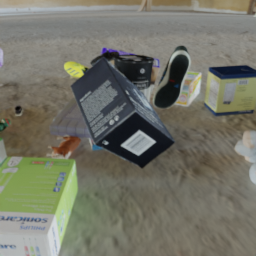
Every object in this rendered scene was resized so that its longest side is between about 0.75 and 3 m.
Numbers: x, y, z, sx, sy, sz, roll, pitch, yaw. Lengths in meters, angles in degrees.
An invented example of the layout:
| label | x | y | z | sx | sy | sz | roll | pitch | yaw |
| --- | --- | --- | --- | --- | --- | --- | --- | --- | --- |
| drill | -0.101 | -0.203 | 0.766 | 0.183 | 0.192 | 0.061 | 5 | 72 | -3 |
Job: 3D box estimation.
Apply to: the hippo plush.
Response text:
| label | x | y | z | sx | sy | sz | roll | pitch | yaw |
| --- | --- | --- | --- | --- | --- | --- | --- | --- | --- |
| hippo plush | 3.989 | 0.974 | 7.664 | 1.893 | 1.508 | 1.522 | -5 | 56 | 16 |

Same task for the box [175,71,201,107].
| label | x | y | z | sx | sy | sz | roll | pitch | yaw |
| --- | --- | --- | --- | --- | --- | --- | --- | --- | --- |
| box | 2.539 | -1.851 | 12.812 | 1.104 | 0.995 | 1.963 | 13 | 31 | 25 |

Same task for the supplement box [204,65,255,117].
| label | x | y | z | sx | sy | sz | roll | pitch | yaw |
| --- | --- | --- | --- | --- | --- | --- | --- | --- | --- |
| supplement box | 4.216 | -1.529 | 11.442 | 1.733 | 1.731 | 1.163 | -5 | 29 | -9 |

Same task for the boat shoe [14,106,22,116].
| label | x | y | z | sx | sy | sz | roll | pitch | yaw |
| --- | --- | --- | --- | --- | --- | --- | --- | --- | --- |
| boat shoe | -4.571 | -0.780 | 11.622 | 0.315 | 0.257 | 0.853 | -7 | 29 | -13 |

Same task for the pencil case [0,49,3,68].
| label | x | y | z | sx | sy | sz | roll | pitch | yaw |
| --- | --- | --- | --- | --- | --- | --- | --- | --- | --- |
| pencil case | -4.812 | -2.536 | 10.192 | 0.443 | 0.435 | 1.035 | -24 | 45 | 4 |

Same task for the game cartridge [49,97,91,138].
| label | x | y | z | sx | sy | sz | roll | pitch | yaw |
| --- | --- | --- | --- | --- | --- | --- | --- | --- | --- |
| game cartridge | -1.526 | -0.505 | 10.460 | 1.903 | 0.563 | 2.935 | 1 | 28 | 10 |

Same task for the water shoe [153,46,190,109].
| label | x | y | z | sx | sy | sz | roll | pitch | yaw |
| --- | --- | --- | --- | --- | --- | --- | --- | --- | --- |
| water shoe | 1.625 | -1.755 | 10.133 | 0.880 | 2.462 | 0.972 | 20 | 43 | -4 |

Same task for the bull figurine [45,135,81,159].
| label | x | y | z | sx | sy | sz | roll | pitch | yaw |
| --- | --- | --- | --- | --- | --- | --- | --- | --- | --- |
| bull figurine | -2.057 | 0.668 | 8.744 | 0.843 | 0.452 | 1.388 | 12 | 31 | 21 |

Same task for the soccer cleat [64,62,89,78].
| label | x | y | z | sx | sy | sz | roll | pitch | yaw |
| --- | --- | --- | --- | --- | --- | --- | --- | --- | --- |
| soccer cleat | -1.749 | -2.219 | 10.873 | 1.925 | 0.805 | 0.622 | 31 | 71 | 22 |

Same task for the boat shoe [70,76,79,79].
| label | x | y | z | sx | sy | sz | roll | pitch | yaw |
| --- | --- | --- | --- | --- | --- | --- | --- | --- | --- |
| boat shoe | -2.551 | -2.717 | 15.145 | 1.372 | 0.432 | 0.500 | 22 | 13 | 23 |

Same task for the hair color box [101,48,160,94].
| label | x | y | z | sx | sy | sz | roll | pitch | yaw |
| --- | --- | --- | --- | --- | --- | --- | --- | --- | --- |
| hair color box | -0.020 | -2.354 | 11.663 | 2.429 | 1.327 | 0.787 | 9 | 40 | -8 |

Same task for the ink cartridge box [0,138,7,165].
| label | x | y | z | sx | sy | sz | roll | pitch | yaw |
| --- | --- | --- | --- | --- | --- | --- | --- | --- | --- |
| ink cartridge box | -4.726 | 0.841 | 8.088 | 1.812 | 0.762 | 1.323 | 4 | 29 | 7 |

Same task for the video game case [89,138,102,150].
| label | x | y | z | sx | sy | sz | roll | pitch | yaw |
| --- | --- | --- | --- | --- | --- | --- | --- | --- | --- |
| video game case | -0.661 | 0.006 | 10.223 | 1.692 | 0.210 | 2.364 | -8 | 29 | -13 |

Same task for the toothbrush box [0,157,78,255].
| label | x | y | z | sx | sy | sz | roll | pitch | yaw |
| --- | --- | --- | --- | --- | --- | --- | --- | --- | --- |
| toothbrush box | -2.214 | 1.717 | 6.198 | 1.722 | 1.018 | 2.365 | 1 | 28 | 1 |

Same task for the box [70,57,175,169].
| label | x | y | z | sx | sy | sz | roll | pitch | yaw |
| --- | --- | --- | --- | --- | --- | --- | --- | --- | --- |
| box | -0.145 | -0.366 | 7.626 | 1.305 | 2.186 | 2.223 | -40 | 52 | 13 |

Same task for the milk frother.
| label | x | y | z | sx | sy | sz | roll | pitch | yaw |
| --- | --- | --- | --- | --- | --- | --- | --- | --- | --- |
| milk frother | -0.291 | -1.533 | 10.077 | 2.120 | 2.210 | 2.349 | 0 | 24 | -9 |

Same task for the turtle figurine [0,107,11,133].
| label | x | y | z | sx | sy | sz | roll | pitch | yaw |
| --- | --- | --- | --- | --- | --- | --- | --- | --- | --- |
| turtle figurine | -4.782 | -0.074 | 9.674 | 1.789 | 0.901 | 1.339 | -29 | 22 | -17 |
